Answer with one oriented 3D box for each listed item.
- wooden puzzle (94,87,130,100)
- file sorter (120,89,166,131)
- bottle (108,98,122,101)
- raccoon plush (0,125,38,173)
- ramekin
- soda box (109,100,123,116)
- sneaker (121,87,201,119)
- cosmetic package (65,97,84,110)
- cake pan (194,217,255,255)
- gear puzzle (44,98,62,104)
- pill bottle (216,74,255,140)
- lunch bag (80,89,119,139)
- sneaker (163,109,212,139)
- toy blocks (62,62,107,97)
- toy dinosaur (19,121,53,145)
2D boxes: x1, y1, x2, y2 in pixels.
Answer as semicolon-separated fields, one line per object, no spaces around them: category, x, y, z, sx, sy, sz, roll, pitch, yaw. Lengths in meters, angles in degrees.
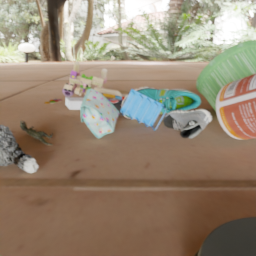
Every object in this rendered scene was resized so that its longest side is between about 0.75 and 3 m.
wooden puzzle;-0.204;-1.286;10.849;1.750;0.326;1.619;0;12;-42
file sorter;0.468;-0.527;8.582;1.156;0.802;0.709;25;14;-14
bottle;-0.760;-0.864;10.975;1.351;0.441;0.564;-21;-10;-44
raccoon plush;-2.889;0.553;5.765;1.809;0.875;1.212;15;30;40
ramekin;3.899;-1.628;9.893;2.668;2.668;1.303;-9;61;-29
soda box;-0.550;-0.718;10.297;1.416;0.501;0.448;-5;-12;-17
sneaker;1.162;-0.907;9.772;2.852;1.105;1.136;-10;13;-14
cosmetic package;-1.777;-1.006;11.544;1.460;0.377;1.101;-1;16;-21
cake pan;1.696;1.619;2.713;2.301;0.422;2.301;0;17;0
gear puzzle;-3.550;-1.243;12.988;0.507;0.128;0.978;7;18;24
pill bottle;3.456;-0.623;6.215;1.540;1.540;2.746;-9;-3;-29
lunch bag;-0.883;-0.454;7.952;0.708;1.161;0.989;-27;29;26
sneaker;1.570;-0.069;8.251;1.623;0.609;0.937;-10;33;44
toy blocks;-1.861;-1.662;12.106;1.613;1.453;1.726;14;55;-6
toy dinosaur;-2.417;0.199;7.674;1.271;0.302;0.560;28;9;19
